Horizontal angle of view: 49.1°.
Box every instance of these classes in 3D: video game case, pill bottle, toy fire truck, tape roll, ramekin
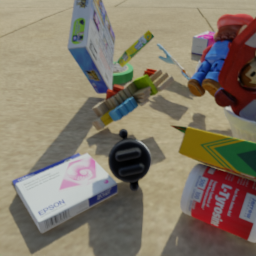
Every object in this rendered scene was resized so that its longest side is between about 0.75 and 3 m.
[{"bbox_3d":[-1.100,-2.877,9.359,0.630,2.773,2.513,-1,69,12],"label":"video game case"},{"bbox_3d":[2.002,1.420,5.171,1.854,1.041,1.041,17,36,26],"label":"pill bottle"},{"bbox_3d":[3.208,-1.017,6.153,2.751,2.310,1.543,28,30,-24],"label":"toy fire truck"},{"bbox_3d":[-0.613,-2.329,11.756,1.668,0.401,1.668,1,32,0],"label":"tape roll"},{"bbox_3d":[3.864,-0.179,6.684,2.898,1.521,2.898,-15,27,8],"label":"ramekin"}]

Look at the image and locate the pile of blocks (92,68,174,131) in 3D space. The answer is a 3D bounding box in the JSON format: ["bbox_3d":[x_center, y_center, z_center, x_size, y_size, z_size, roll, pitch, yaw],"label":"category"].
[{"bbox_3d":[-0.015,-0.949,7.946,2.637,0.819,1.082,-36,16,-2],"label":"pile of blocks"}]

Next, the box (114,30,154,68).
[{"bbox_3d":[0.128,-1.883,6.821,1.060,0.256,0.622,-45,8,-23],"label":"box"}]

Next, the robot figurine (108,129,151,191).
[{"bbox_3d":[0.017,0.663,5.915,0.887,1.069,1.422,27,0,0],"label":"robot figurine"}]

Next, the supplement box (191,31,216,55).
[{"bbox_3d":[4.117,-4.448,14.700,0.858,0.877,1.696,22,36,32],"label":"supplement box"}]

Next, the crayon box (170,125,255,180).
[{"bbox_3d":[2.002,0.556,5.399,2.259,0.574,1.434,16,-5,40],"label":"crayon box"}]

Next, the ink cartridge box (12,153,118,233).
[{"bbox_3d":[-1.450,1.192,6.171,1.771,0.391,1.804,-23,40,-31],"label":"ink cartridge box"}]

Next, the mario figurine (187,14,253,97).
[{"bbox_3d":[3.182,-2.188,8.796,1.840,1.580,2.982,27,79,22],"label":"mario figurine"}]

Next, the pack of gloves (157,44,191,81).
[{"bbox_3d":[1.791,-2.279,10.664,1.715,0.403,2.041,30,23,-49],"label":"pack of gloves"}]
